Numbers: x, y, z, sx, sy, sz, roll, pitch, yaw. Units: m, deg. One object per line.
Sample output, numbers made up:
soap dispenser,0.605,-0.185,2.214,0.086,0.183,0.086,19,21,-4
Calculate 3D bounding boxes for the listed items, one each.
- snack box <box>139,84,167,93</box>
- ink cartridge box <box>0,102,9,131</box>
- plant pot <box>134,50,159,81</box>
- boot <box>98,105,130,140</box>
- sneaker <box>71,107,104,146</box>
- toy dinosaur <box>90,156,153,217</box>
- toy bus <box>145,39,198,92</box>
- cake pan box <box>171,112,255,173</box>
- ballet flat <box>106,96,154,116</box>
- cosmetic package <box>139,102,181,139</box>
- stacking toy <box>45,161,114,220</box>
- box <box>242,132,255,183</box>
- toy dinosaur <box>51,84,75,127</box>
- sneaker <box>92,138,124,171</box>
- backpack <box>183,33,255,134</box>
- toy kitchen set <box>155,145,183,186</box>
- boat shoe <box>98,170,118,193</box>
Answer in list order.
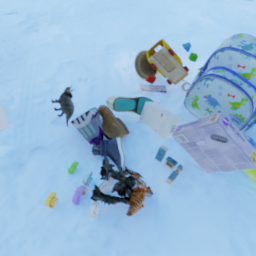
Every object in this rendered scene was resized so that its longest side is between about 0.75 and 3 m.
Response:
snack box,1.104,-1.744,12.404,1.179,0.143,0.424,2,40,-5
ink cartridge box,-5.252,-0.779,10.504,0.761,1.298,1.772,-25,44,-29
plant pot,1.256,-3.131,13.706,1.444,1.444,1.322,28,34,32
boot,-0.780,-0.200,10.312,0.766,0.748,2.031,-35,41,-9
sneaker,-1.304,0.006,9.757,0.969,1.140,2.605,-31,7,5
toy dinosaur,-0.037,1.519,7.221,1.583,2.333,1.192,19,79,-8
toy bus,1.822,-2.836,12.343,2.082,2.207,1.140,1,40,-3
cake pan box,2.376,0.513,7.845,0.495,1.743,1.893,-50,13,-29
ballet flat,0.157,-0.909,10.687,2.274,0.767,0.709,7,10,-39
cosmetic package,1.131,-0.305,10.201,0.580,0.807,1.430,-3,30,-43
stacking toy,-1.300,1.659,8.007,1.400,0.436,1.857,10,39,13
box,3.900,0.987,8.697,1.065,0.416,1.747,-22,52,-26
toy dinosaur,-2.332,-0.820,10.403,0.800,1.564,0.602,-12,-7,9
sneaker,-0.639,0.890,8.874,0.994,0.523,1.375,-3,40,-11
backpack,3.538,-1.321,9.374,2.733,2.987,2.195,37,51,13
toy kitchen set,1.132,1.103,8.335,0.921,0.543,0.738,35,45,19
boat shoe,-0.550,1.576,8.065,0.828,0.276,0.304,-44,8,-3
